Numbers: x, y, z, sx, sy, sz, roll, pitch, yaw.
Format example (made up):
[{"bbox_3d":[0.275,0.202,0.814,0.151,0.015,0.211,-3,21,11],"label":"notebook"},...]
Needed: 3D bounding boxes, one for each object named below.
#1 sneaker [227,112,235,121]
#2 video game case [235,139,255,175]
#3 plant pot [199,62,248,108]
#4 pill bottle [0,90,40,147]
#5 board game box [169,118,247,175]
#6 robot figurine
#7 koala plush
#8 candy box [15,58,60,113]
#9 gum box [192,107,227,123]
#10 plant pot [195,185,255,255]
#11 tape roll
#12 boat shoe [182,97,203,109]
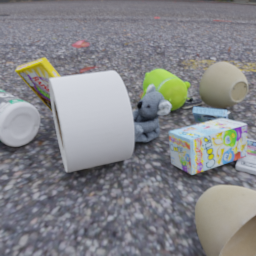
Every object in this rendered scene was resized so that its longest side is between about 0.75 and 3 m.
[{"bbox_3d":[3.898,-0.224,11.221,0.961,0.340,0.477,-35,71,-20],"label":"sneaker"},{"bbox_3d":[4.809,1.109,9.508,1.991,0.229,1.814,14,35,23],"label":"video game case"},{"bbox_3d":[4.281,-1.699,11.999,2.024,2.024,1.359,-12,25,-18],"label":"plant pot"},{"bbox_3d":[-4.880,-0.544,10.664,2.955,1.671,1.671,23,38,33],"label":"pill bottle"},{"bbox_3d":[2.633,0.547,9.225,2.261,1.165,1.186,-13,17,-22],"label":"board game box"},{"bbox_3d":[1.654,-1.752,12.768,2.277,1.501,2.595,-11,32,-21],"label":"robot figurine"},{"bbox_3d":[0.729,-0.577,10.300,1.690,1.839,1.631,10,31,-35],"label":"koala plush"},{"bbox_3d":[-2.835,-1.344,10.601,1.397,2.734,0.361,-10,45,29],"label":"candy box"},{"bbox_3d":[3.102,-0.431,10.559,1.196,1.016,0.266,9,74,23],"label":"gum box"},{"bbox_3d":[2.272,2.058,6.319,1.930,1.930,1.296,-16,36,-24],"label":"plant pot"},{"bbox_3d":[-1.248,-0.235,9.007,2.057,2.996,2.996,-11,34,-17],"label":"tape roll"},{"bbox_3d":[3.006,-1.225,13.020,1.243,0.390,0.452,-19,17,-25],"label":"boat shoe"}]
